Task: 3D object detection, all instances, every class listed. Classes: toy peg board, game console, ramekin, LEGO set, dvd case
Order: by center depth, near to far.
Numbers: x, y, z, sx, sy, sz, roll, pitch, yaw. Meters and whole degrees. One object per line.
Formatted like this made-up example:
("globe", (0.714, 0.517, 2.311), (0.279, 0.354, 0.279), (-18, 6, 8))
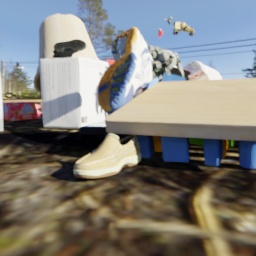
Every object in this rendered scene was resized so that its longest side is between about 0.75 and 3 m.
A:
("toy peg board", (1.357, 0.029, 4.951), (2.538, 1.241, 2.527), (2, 23, 27))
("LEGO set", (0.940, -2.216, 8.063), (1.646, 2.535, 0.718), (14, -12, 6))
("dvd case", (-0.020, -0.060, 8.237), (1.900, 0.234, 2.664), (1, 7, 15))
("game console", (1.150, -1.156, 9.285), (0.986, 1.661, 1.432), (29, 35, 19))
("ramekin", (2.798, -1.421, 11.180), (1.078, 2.314, 2.314), (8, 5, -16))

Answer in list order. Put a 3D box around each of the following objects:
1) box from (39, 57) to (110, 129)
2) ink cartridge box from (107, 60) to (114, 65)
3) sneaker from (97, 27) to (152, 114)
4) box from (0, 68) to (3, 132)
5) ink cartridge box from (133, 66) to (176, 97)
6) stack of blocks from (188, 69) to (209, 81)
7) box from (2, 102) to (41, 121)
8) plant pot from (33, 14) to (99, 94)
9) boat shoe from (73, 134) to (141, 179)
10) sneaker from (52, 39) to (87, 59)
("box", (-1.626, -1.113, 9.066), (1.375, 2.104, 2.093), (2, 8, 20))
("ink cartridge box", (0.046, -2.181, 9.779), (1.164, 0.362, 1.446), (-9, 44, -28))
("sneaker", (0.116, -1.092, 5.926), (0.908, 2.411, 1.063), (-16, -47, 34))
("box", (-4.610, -0.828, 8.071), (2.282, 1.807, 0.552), (4, 7, 28))
("ink cartridge box", (0.672, -1.996, 10.698), (0.954, 1.619, 2.812), (12, 19, -46))
("stack of blocks", (2.337, -0.917, 8.346), (0.460, 1.569, 0.903), (-27, 22, 11))
("box", (-4.328, -0.692, 11.374), (0.691, 0.722, 1.448), (4, 8, 33))
("plant pot", (-2.422, -2.902, 11.065), (2.789, 2.553, 2.789), (-12, -20, -4))
("boat shoe", (-0.267, 0.333, 3.886), (0.483, 0.513, 1.348), (4, 8, 28))
("sneaker", (-1.918, -2.512, 9.119), (1.277, 0.383, 0.666), (-3, -17, 6))
